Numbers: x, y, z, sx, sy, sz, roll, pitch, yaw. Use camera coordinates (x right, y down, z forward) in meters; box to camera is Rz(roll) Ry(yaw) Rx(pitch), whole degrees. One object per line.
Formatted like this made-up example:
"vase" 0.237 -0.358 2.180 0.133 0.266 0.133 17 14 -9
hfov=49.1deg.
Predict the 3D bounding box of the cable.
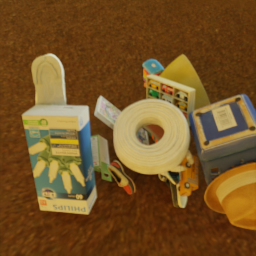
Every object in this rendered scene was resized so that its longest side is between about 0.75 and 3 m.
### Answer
"cable" 0.602 0.220 7.603 2.094 0.725 2.094 -10 63 5

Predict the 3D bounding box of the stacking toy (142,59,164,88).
"stacking toy" 0.837 -2.016 10.958 0.702 1.210 0.664 -28 67 -27

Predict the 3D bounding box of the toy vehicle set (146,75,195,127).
"toy vehicle set" 1.292 -0.902 8.917 0.250 1.174 1.889 -24 35 -31

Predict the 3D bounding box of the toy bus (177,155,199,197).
"toy bus" 1.723 1.362 7.947 0.462 0.384 1.181 21 55 -14

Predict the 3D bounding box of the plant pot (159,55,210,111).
"plant pot" 1.845 -1.349 10.648 1.645 2.318 2.318 -27 51 9

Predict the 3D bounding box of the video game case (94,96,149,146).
"video game case" -0.165 -0.118 9.147 2.109 0.190 1.510 38 18 -17

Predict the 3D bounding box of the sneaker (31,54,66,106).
"sneaker" -2.282 -0.773 8.388 1.057 2.766 1.113 3 15 -12

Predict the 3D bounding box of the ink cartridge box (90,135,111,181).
"ink cartridge box" -0.912 0.996 8.835 0.415 0.727 1.400 -14 69 15

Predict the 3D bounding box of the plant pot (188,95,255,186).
"plant pot" 2.764 0.310 7.676 1.941 1.745 1.941 -19 45 18

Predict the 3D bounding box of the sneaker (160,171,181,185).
"sneaker" 1.146 1.269 8.147 0.420 0.485 1.120 2 37 -27

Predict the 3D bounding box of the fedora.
"fedora" 3.294 1.915 7.241 2.482 2.482 1.012 0 42 0

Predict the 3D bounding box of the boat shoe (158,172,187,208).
"boat shoe" 1.375 1.478 9.063 0.806 0.856 2.385 -21 51 19

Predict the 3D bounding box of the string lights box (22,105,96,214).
"string lights box" -1.819 0.900 7.837 1.526 2.970 0.876 2 23 10

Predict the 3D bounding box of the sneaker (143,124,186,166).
"sneaker" 1.189 0.285 8.999 0.773 0.866 2.166 -39 76 10

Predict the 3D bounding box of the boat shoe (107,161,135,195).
"boat shoe" -0.215 1.585 8.624 1.196 0.426 0.374 59 38 -7
